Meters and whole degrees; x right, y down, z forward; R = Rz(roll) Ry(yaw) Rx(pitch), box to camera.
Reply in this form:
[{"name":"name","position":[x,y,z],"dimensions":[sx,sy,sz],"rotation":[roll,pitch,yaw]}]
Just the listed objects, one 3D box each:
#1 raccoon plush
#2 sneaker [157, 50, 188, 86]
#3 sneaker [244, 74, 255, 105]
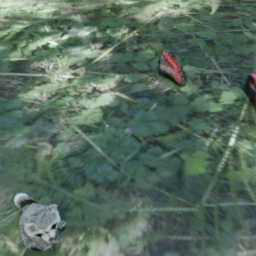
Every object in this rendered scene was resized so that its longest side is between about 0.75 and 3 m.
[{"name":"raccoon plush","position":[-2.298,1.969,6.468],"dimensions":[1.984,1.329,0.960],"rotation":[25,49,25]},{"name":"sneaker","position":[1.800,-2.364,11.652],"dimensions":[0.630,0.871,1.783],"rotation":[-2,58,-51]},{"name":"sneaker","position":[5.133,-1.162,10.057],"dimensions":[0.981,1.059,2.627],"rotation":[0,42,-3]}]
